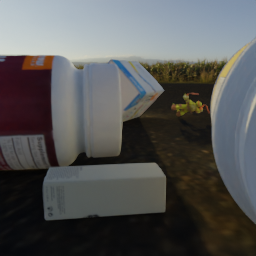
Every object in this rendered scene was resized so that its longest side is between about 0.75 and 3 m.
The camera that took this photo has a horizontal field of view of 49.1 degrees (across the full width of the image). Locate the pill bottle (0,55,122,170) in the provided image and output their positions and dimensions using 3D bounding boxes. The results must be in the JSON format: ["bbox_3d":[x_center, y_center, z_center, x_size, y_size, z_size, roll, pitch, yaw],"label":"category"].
[{"bbox_3d":[-1.626,-0.224,4.165,2.962,1.691,1.691,-2,11,-7],"label":"pill bottle"}]

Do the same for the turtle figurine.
[{"bbox_3d":[2.012,-0.640,9.082,1.023,0.409,1.269,-15,-34,40],"label":"turtle figurine"}]

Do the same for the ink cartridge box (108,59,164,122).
[{"bbox_3d":[-0.057,-1.094,8.413,1.315,1.339,1.819,50,28,11],"label":"ink cartridge box"}]

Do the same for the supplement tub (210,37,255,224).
[{"bbox_3d":[1.833,-0.088,2.649,2.026,2.026,2.787,3,11,15],"label":"supplement tub"}]

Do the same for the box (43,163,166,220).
[{"bbox_3d":[-0.246,0.659,3.017,1.235,0.422,0.508,-1,11,-6],"label":"box"}]
